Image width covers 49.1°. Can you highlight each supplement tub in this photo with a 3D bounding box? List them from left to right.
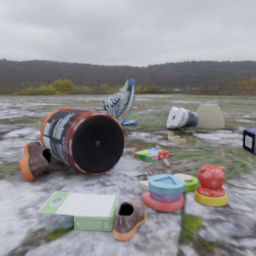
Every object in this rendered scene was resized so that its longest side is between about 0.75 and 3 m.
[{"bbox_3d":[-1.398,0.232,7.432,1.516,1.516,2.834,-6,10,-33],"label":"supplement tub"}]

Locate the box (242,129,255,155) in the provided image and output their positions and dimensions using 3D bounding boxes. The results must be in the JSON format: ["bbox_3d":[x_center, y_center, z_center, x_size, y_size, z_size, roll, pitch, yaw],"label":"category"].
[{"bbox_3d":[4.483,0.433,8.891,1.334,0.696,0.987,-1,9,0],"label":"box"}]

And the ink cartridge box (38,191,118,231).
[{"bbox_3d":[-0.770,1.349,4.617,1.151,0.276,0.838,1,9,5],"label":"ink cartridge box"}]

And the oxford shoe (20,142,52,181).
[{"bbox_3d":[-2.185,0.727,6.933,0.651,0.639,1.795,-22,23,-7],"label":"oxford shoe"}]

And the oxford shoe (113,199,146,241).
[{"bbox_3d":[0.066,1.321,4.411,0.390,0.399,1.095,2,10,14],"label":"oxford shoe"}]

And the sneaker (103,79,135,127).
[{"bbox_3d":[-0.485,-0.984,12.036,1.146,2.689,1.036,16,39,-12],"label":"sneaker"}]

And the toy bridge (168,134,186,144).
[{"bbox_3d":[1.763,0.423,10.569,0.407,0.165,1.210,-7,10,-13],"label":"toy bridge"}]

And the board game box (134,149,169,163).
[{"bbox_3d":[0.693,0.803,8.289,0.834,0.168,0.638,-9,13,-43],"label":"board game box"}]

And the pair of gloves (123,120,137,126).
[{"bbox_3d":[-0.168,-0.305,15.016,1.260,0.179,1.567,-1,9,-4],"label":"pair of gloves"}]

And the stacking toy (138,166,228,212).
[{"bbox_3d":[0.990,1.004,5.514,1.584,0.669,1.434,-3,10,-17],"label":"stacking toy"}]

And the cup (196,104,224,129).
[{"bbox_3d":[4.018,-0.618,14.000,1.569,1.122,1.569,-1,9,0],"label":"cup"}]

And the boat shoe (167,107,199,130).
[{"bbox_3d":[2.496,-0.396,12.838,0.993,1.051,2.929,16,-2,-4],"label":"boat shoe"}]
